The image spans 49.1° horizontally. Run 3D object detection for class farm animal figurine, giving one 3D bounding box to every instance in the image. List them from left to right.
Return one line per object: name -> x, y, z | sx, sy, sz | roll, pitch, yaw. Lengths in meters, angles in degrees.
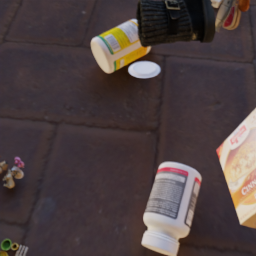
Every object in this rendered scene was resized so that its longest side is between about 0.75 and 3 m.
farm animal figurine -> -4.005, 1.409, 9.132 | 1.278, 0.643, 1.032 | 12, 82, 2

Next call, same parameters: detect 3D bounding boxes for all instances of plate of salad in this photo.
plate of salad -> 0.426, -1.508, 7.411 | 0.831, 0.200, 0.831 | -2, 42, 2

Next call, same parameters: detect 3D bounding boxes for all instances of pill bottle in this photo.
pill bottle -> -0.035, -3.348, 11.060 | 2.571, 1.450, 1.450 | -32, 67, -14
pill bottle -> 1.227, 2.349, 8.184 | 1.335, 1.335, 2.412 | 17, 63, 9

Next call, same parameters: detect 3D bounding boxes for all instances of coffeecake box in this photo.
coffeecake box -> 3.131, 0.889, 6.487 | 0.826, 1.735, 2.260 | 19, 38, -15

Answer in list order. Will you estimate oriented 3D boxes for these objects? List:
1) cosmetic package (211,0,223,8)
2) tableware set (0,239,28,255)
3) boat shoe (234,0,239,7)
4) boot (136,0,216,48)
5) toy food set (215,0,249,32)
cosmetic package -> 4.203, -6.091, 13.101 | 0.480, 0.350, 0.944 | 31, 65, 14
tableware set -> -3.507, 3.919, 8.026 | 0.852, 0.194, 1.265 | 14, 64, 8
boat shoe -> 4.809, -5.570, 12.705 | 0.595, 0.635, 1.763 | 26, 71, 6
boot -> 1.380, -3.882, 8.925 | 2.296, 1.156, 3.072 | -2, 58, 2
toy food set -> 3.472, -4.258, 8.762 | 0.406, 2.580, 1.640 | 11, 24, -21
